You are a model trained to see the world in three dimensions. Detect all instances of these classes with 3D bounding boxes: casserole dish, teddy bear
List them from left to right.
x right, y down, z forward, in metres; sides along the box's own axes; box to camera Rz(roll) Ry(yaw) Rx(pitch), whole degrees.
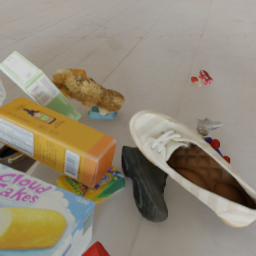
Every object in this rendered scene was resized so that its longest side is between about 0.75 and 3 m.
[{"bbox_3d":[-1.140,-0.912,7.614,1.505,2.076,0.693,-14,51,52],"label":"teddy bear"},{"bbox_3d":[-0.754,-0.485,8.241,0.871,0.169,0.528,1,36,3],"label":"casserole dish"}]

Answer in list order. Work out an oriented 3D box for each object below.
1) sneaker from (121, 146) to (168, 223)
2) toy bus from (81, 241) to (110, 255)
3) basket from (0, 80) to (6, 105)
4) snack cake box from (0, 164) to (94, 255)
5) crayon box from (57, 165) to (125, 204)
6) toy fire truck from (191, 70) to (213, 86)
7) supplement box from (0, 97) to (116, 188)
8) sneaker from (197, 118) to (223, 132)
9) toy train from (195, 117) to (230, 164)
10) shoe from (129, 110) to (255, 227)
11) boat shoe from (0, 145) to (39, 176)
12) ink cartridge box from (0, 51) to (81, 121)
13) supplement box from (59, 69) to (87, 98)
[{"bbox_3d":[0.477,0.991,5.686,0.913,0.764,2.012,-4,36,-15],"label":"sneaker"},{"bbox_3d":[0.072,2.487,3.141,2.225,2.099,1.150,16,-6,19],"label":"toy bus"},{"bbox_3d":[-4.591,-1.164,7.922,1.380,1.700,1.716,-6,36,-1],"label":"basket"},{"bbox_3d":[-2.183,1.473,4.395,2.878,0.967,1.655,17,30,16],"label":"snack cake box"},{"bbox_3d":[-0.840,1.167,5.738,1.331,0.343,0.837,-25,42,-30],"label":"crayon box"},{"bbox_3d":[2.482,-1.628,9.485,0.203,0.588,0.834,4,42,-25],"label":"toy fire truck"},{"bbox_3d":[-1.522,0.231,5.699,2.444,0.841,0.813,25,37,13],"label":"supplement box"},{"bbox_3d":[1.994,-0.120,6.796,0.779,0.291,0.320,-5,73,-35],"label":"sneaker"},{"bbox_3d":[1.532,0.506,5.897,0.752,1.300,0.550,-43,15,-30],"label":"toy train"},{"bbox_3d":[1.138,0.557,4.971,2.826,0.754,0.988,41,79,18],"label":"shoe"},{"bbox_3d":[-2.294,0.352,6.537,0.836,0.693,2.328,7,33,13],"label":"boat shoe"},{"bbox_3d":[-2.663,-1.243,7.631,0.647,1.962,2.697,-46,55,-8],"label":"ink cartridge box"},{"bbox_3d":[-1.982,-1.485,9.387,0.490,0.506,1.472,13,40,22],"label":"supplement box"}]
